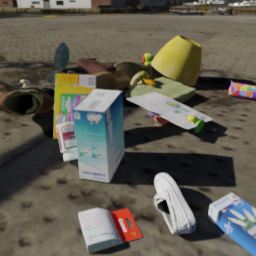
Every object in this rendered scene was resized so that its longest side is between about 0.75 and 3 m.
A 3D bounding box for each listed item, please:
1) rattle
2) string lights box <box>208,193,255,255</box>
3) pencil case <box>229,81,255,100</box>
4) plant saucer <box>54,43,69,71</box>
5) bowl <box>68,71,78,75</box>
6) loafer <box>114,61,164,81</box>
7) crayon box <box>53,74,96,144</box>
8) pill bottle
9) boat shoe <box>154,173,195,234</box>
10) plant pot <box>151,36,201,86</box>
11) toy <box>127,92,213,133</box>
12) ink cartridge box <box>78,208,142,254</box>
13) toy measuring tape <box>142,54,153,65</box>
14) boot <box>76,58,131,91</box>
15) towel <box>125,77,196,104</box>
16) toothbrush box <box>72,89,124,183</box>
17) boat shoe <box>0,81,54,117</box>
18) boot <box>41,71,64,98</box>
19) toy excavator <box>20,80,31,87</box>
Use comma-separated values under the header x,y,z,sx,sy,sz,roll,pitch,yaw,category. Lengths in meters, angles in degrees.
x,y,z,sx,sy,sz,roll,pitch,yaw,category
0.485,-1.699,11.991,0.942,1.319,0.859,49,16,7,rattle
2.285,1.880,5.360,0.694,0.398,1.350,-18,32,-29,string lights box
4.990,-1.523,11.733,1.514,0.669,0.669,14,30,23,pencil case
-3.519,-3.819,15.219,0.301,1.563,1.563,16,30,10,plant saucer
-2.310,-1.711,11.809,0.595,1.267,1.267,-29,19,21,bowl
0.505,-2.718,13.780,2.529,0.962,0.853,6,4,-4,loafer
-1.578,-0.572,8.413,1.216,2.047,0.596,0,-14,-8,crayon box
-1.585,0.374,7.561,0.559,0.978,0.559,-12,-6,-1,pill bottle
0.813,1.522,5.863,0.525,0.591,1.607,-5,26,-17,boat shoe
2.506,-3.304,13.187,2.354,1.671,2.354,20,28,-11,plant pot
1.362,-0.463,9.659,1.522,0.624,2.643,-18,34,-42,toy
-0.372,1.904,5.499,1.059,0.302,0.861,-13,30,-16,ink cartridge box
1.232,-3.965,16.464,0.669,0.669,1.818,-4,28,-8,toy measuring tape
-1.468,-2.348,12.196,2.374,1.033,2.854,31,24,24,boot
1.387,-1.405,11.584,2.003,0.493,2.700,26,37,34,towel
-0.665,0.168,7.031,0.817,1.916,1.403,5,29,14,toothbrush box
-3.414,-0.807,9.383,1.040,1.097,2.898,29,13,21,boat shoe
-3.257,-1.903,12.386,2.014,0.697,1.754,15,30,22,boot
-4.558,-1.329,10.968,0.696,1.356,1.394,2,-6,39,toy excavator
